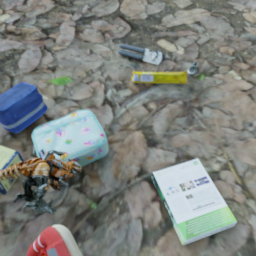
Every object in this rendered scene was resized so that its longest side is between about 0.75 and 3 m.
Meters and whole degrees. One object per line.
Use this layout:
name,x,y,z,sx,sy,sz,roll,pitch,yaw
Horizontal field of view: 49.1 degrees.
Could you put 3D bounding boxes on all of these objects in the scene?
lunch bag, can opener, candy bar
lunch bag,-1.805,0.399,8.479,2.123,0.818,1.702,-22,56,-14
lunch bag,-3.550,-0.667,9.314,1.141,1.111,1.679,19,51,39
can opener,0.541,-3.119,11.877,1.967,0.518,0.654,17,13,13
candy bar,1.192,-1.939,10.759,2.185,0.545,0.242,1,39,1

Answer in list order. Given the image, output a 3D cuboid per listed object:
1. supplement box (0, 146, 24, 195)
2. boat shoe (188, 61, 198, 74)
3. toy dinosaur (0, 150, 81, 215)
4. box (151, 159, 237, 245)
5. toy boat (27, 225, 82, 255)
supplement box,-3.773,1.143,7.998,1.089,0.732,1.090,16,51,13
boat shoe,2.622,-2.454,11.323,0.281,0.277,0.780,22,48,13
toy dinosaur,-2.226,1.236,7.003,2.155,1.463,1.101,11,6,-21
box,1.705,1.916,7.596,1.490,0.375,2.064,-15,50,-12
toy boat,-1.772,2.877,5.728,1.228,1.879,1.226,-18,68,-39
